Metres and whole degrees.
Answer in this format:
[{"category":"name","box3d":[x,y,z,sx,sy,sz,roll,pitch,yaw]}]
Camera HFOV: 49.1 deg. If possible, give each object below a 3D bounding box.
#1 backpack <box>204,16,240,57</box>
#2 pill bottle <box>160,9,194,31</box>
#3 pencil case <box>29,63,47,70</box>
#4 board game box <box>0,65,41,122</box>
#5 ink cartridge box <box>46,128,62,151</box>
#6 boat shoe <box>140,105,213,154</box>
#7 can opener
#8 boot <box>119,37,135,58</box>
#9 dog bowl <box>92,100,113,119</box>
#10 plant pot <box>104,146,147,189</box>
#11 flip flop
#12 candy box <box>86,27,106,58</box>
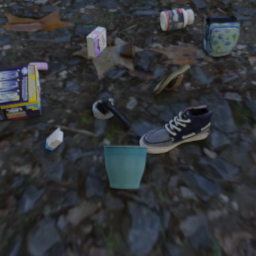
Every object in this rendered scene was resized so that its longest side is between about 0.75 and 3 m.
[{"category":"backpack","box3d":[4.448,-4.282,13.450,1.577,1.723,1.266,-1,45,2]},{"category":"pill bottle","box3d":[2.723,-6.078,15.653,1.685,1.007,1.007,-12,46,-5]},{"category":"pencil case","box3d":[-4.157,-2.822,12.952,0.829,0.348,0.354,-4,53,-4]},{"category":"board game box","box3d":[-4.738,-1.437,11.281,2.226,0.763,2.693,-9,45,-11]},{"category":"ink cartridge box","box3d":[-2.457,0.381,9.489,0.257,0.759,0.440,31,34,-34]},{"category":"boat shoe","box3d":[1.643,-0.046,9.544,2.647,1.227,0.988,-17,47,-17]},{"category":"can opener","box3d":[-0.479,-0.567,10.449,1.589,0.625,0.504,39,20,12]},{"category":"boot","box3d":[-0.080,-4.116,14.081,0.772,0.595,1.592,-1,47,-5]},{"category":"dog bowl","box3d":[-0.965,-0.743,10.932,0.907,0.266,0.907,1,45,-1]},{"category":"plant pot","box3d":[-0.088,1.153,8.242,1.287,1.287,1.209,1,85,1]},{"category":"flip flop","box3d":[1.939,-2.004,11.880,2.290,0.929,0.659,-36,97,-36]},{"category":"candy box","box3d":[-1.555,-4.253,13.901,0.438,1.026,1.224,17,48,16]}]
